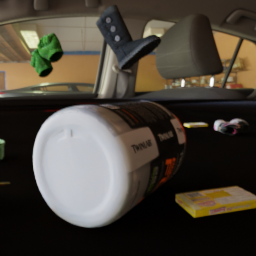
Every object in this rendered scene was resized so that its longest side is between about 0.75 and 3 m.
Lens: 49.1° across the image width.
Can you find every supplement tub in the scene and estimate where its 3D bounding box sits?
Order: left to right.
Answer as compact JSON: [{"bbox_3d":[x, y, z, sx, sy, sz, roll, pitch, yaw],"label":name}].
[{"bbox_3d":[-0.055,0.401,4.943,1.732,1.732,2.827,5,10,29],"label":"supplement tub"}]

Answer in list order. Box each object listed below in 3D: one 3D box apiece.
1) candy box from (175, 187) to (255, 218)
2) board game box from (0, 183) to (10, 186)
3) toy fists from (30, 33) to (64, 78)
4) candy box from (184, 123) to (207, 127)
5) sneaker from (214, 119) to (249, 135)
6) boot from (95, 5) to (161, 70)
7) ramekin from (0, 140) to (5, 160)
[{"bbox_3d":[1.515,1.222,4.710,1.276,0.168,0.652,-3,11,-16],"label":"candy box"},{"bbox_3d":[-2.953,1.009,4.146,2.069,0.310,0.989,1,-11,-43],"label":"board game box"},{"bbox_3d":[-3.157,-2.776,10.630,0.652,0.966,1.896,-12,-18,-43],"label":"toy fists"},{"bbox_3d":[3.405,-0.138,14.095,1.037,0.137,0.530,-3,11,-15],"label":"candy box"},{"bbox_3d":[4.398,0.069,11.689,1.578,0.634,0.681,-5,28,-16],"label":"sneaker"},{"bbox_3d":[-0.038,-2.918,8.453,1.514,1.836,0.603,-31,-16,23],"label":"boot"},{"bbox_3d":[-3.879,0.637,7.616,0.984,0.480,0.984,0,8,0],"label":"ramekin"}]
